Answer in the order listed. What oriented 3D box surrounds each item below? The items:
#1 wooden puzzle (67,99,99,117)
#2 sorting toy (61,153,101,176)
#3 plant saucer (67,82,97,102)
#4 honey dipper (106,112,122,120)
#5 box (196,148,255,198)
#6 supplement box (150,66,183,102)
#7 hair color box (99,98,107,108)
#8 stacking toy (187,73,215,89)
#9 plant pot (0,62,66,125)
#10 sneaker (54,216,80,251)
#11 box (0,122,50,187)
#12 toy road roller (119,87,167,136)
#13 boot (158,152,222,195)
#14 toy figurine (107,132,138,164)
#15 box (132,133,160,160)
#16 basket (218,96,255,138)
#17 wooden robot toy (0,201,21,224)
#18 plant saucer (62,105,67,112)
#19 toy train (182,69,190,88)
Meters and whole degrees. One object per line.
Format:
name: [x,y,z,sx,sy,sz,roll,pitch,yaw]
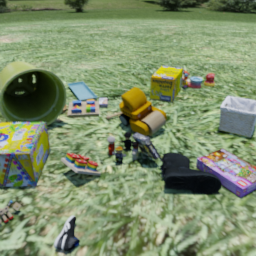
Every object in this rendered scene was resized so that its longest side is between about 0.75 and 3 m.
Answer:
wooden puzzle: [-2.243,-1.058,14.100,1.533,0.383,1.655,-3,28,-5]
sorting toy: [-1.531,1.184,9.350,1.010,0.354,1.017,17,6,-46]
plant saucer: [-2.692,-2.090,16.195,1.013,0.275,2.898,-12,31,-21]
honey dipper: [-0.239,-0.738,13.593,1.868,0.355,0.355,-21,34,-30]
box: [3.446,1.430,9.393,1.323,0.378,1.933,-17,32,-29]
supplement box: [2.216,-2.569,15.947,1.304,1.312,2.395,10,30,19]
hair color box: [-1.307,-1.311,14.721,0.437,0.259,0.800,-2,30,-5]
stacking toy: [4.423,-3.108,17.590,1.759,0.743,1.592,-12,30,-22]
plant pot: [-4.559,-1.741,12.566,2.790,2.790,2.565,-17,38,-28]
sneaker: [-1.408,2.704,7.097,0.534,0.349,0.955,12,38,15]
box: [-3.971,0.824,9.547,2.055,1.302,2.134,0,28,-1]
toy road roller: [0.507,-0.771,12.061,1.312,1.558,2.135,-37,45,-25]
boot: [1.947,1.423,9.175,1.888,0.699,1.547,4,21,2]
toy figurine: [-0.175,0.713,10.354,1.090,0.758,1.073,-11,30,-21]
box: [0.633,0.648,10.062,0.263,0.864,1.072,-35,20,-14]
basket: [4.825,-0.524,12.213,1.497,1.204,1.484,15,32,25]
wooden robot toy: [-3.498,2.405,7.724,0.462,0.449,1.019,-23,6,46]
plant saucer: [-3.565,-0.952,14.120,0.989,0.175,0.989,0,28,0]
toy train: [3.506,-3.160,17.224,0.440,1.187,1.581,-9,24,-1]
